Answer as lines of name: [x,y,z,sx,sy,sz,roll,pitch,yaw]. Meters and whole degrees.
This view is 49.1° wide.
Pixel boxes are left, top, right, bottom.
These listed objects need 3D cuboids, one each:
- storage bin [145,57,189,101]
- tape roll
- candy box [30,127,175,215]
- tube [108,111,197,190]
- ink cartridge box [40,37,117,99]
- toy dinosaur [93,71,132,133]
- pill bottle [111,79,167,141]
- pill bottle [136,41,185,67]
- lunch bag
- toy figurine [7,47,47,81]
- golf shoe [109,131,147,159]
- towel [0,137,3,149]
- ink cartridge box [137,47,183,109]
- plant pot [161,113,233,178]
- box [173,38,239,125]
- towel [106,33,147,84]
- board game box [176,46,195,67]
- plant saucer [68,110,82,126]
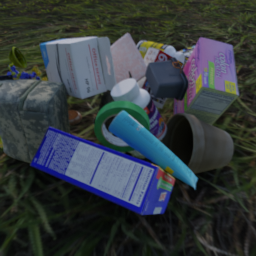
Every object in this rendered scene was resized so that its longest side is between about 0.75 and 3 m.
storage bin: [1.108,-1.490,8.377,0.887,0.961,1.320,-6,53,-18]
tape roll: [-0.156,-0.014,7.464,1.466,1.466,0.352,2,35,3]
candy box: [-0.459,1.138,6.952,2.861,2.419,1.102,19,80,21]
tube: [0.609,0.509,6.256,2.282,0.575,0.883,38,19,9]
ink cartridge box: [-1.681,-1.977,9.099,1.008,1.724,2.973,-24,26,-32]
toy dinosaur: [-0.534,-0.664,9.274,1.310,2.561,0.986,26,34,26]
pill bottle: [0.297,-0.450,8.198,1.067,1.916,1.067,-22,35,17]
pill bottle: [1.648,-3.703,14.760,2.459,1.377,1.377,21,40,26]
lunch bag: [-3.130,-0.235,8.850,2.192,2.613,1.821,4,36,3]
toy figurine: [-3.954,-1.676,9.942,1.330,2.220,1.171,-5,58,18]
golf shoe: [0.218,0.471,9.301,1.927,0.937,0.754,0,35,-1]
towel: [-4.509,0.453,10.052,0.387,0.081,0.898,-25,42,-32]
ink cartridge box: [1.155,-1.730,10.232,1.604,1.827,0.766,19,11,-33]
plant pot: [2.173,0.589,8.597,1.685,1.942,1.942,6,32,-21]
box: [2.392,-1.273,9.122,1.122,2.321,2.042,13,58,-7]
towel: [-0.239,-2.126,9.670,1.651,1.577,0.266,-31,-4,27]
board game box: [3.856,-3.952,15.791,2.064,0.585,1.706,-26,45,-32]
plant saucer: [-2.364,-0.446,11.224,1.022,0.187,1.022,0,36,0]
